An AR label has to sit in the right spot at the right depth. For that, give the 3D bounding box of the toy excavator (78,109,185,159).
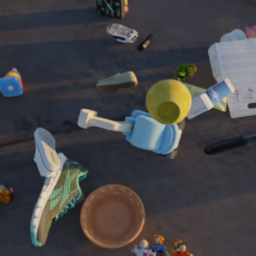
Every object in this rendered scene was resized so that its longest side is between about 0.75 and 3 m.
[{"bbox_3d":[0.147,-0.002,8.240,2.442,2.512,1.255,21,99,32],"label":"toy excavator"}]

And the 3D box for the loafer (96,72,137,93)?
[{"bbox_3d":[-0.312,-1.273,7.746,1.167,0.442,0.399,-6,63,16],"label":"loafer"}]

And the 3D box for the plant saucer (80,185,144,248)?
[{"bbox_3d":[-0.436,2.471,7.877,1.783,0.334,1.783,0,53,1],"label":"plant saucer"}]

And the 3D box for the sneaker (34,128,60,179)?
[{"bbox_3d":[-2.368,0.663,7.732,0.601,0.620,1.698,-46,42,15],"label":"sneaker"}]

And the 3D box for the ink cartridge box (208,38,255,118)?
[{"bbox_3d":[4.599,-1.926,10.788,2.413,0.847,2.969,-8,86,-5],"label":"ink cartridge box"}]

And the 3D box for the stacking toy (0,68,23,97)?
[{"bbox_3d":[-4.515,-1.922,10.987,0.778,0.823,1.417,-11,41,-4],"label":"stacking toy"}]

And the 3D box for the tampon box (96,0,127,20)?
[{"bbox_3d":[-0.795,-6.114,13.773,1.349,1.011,0.852,16,55,12],"label":"tampon box"}]

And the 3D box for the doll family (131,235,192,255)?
[{"bbox_3d":[0.911,3.299,7.193,1.592,0.717,0.988,-3,59,20],"label":"doll family"}]

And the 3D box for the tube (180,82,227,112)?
[{"bbox_3d":[2.682,-1.242,10.537,2.101,0.545,0.609,20,98,10],"label":"tube"}]

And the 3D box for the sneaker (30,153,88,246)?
[{"bbox_3d":[-1.858,1.977,7.839,1.206,1.026,2.644,19,56,-8],"label":"sneaker"}]

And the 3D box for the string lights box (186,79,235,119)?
[{"bbox_3d":[2.599,-0.944,9.055,1.727,0.887,0.509,-31,90,-38],"label":"string lights box"}]

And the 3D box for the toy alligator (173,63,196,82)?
[{"bbox_3d":[2.077,-2.129,10.695,0.707,0.513,2.134,-12,18,28],"label":"toy alligator"}]

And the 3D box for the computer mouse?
[{"bbox_3d":[0.021,-4.122,12.699,2.062,0.452,1.131,23,62,9],"label":"computer mouse"}]

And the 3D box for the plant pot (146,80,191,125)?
[{"bbox_3d":[0.983,-0.516,6.908,1.161,1.161,0.824,8,25,6],"label":"plant pot"}]

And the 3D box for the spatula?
[{"bbox_3d":[2.828,0.282,6.325,0.297,2.890,0.817,-35,96,-34],"label":"spatula"}]

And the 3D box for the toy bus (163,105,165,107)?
[{"bbox_3d":[1.368,-0.816,9.229,0.904,0.294,0.354,-8,21,24],"label":"toy bus"}]

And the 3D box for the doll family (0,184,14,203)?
[{"bbox_3d":[-3.853,2.119,8.020,0.758,0.550,1.221,31,60,21],"label":"doll family"}]

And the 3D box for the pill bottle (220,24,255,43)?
[{"bbox_3d":[5.020,-3.734,11.972,1.942,1.109,1.109,-18,56,-14],"label":"pill bottle"}]
